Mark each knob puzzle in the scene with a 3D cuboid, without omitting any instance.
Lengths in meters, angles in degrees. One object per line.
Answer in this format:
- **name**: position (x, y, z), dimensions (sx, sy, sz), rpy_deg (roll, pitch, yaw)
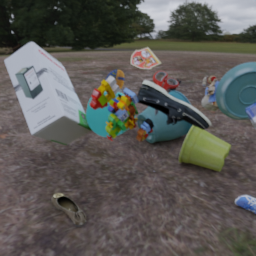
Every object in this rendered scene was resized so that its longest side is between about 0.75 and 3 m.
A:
- **knob puzzle**: position (0.754, -3.452, 14.054), dimensions (1.561, 0.216, 1.561), rpy_deg (3, 61, -5)

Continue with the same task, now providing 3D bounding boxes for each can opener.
- **can opener**: position (2.388, -2.151, 14.418), dimensions (0.338, 1.067, 0.419), rpy_deg (20, 59, -4)

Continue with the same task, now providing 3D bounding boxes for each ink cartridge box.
- **ink cartridge box**: position (-2.700, -1.095, 9.683), dimensions (1.254, 2.984, 2.178), rpy_deg (-30, -19, 9)

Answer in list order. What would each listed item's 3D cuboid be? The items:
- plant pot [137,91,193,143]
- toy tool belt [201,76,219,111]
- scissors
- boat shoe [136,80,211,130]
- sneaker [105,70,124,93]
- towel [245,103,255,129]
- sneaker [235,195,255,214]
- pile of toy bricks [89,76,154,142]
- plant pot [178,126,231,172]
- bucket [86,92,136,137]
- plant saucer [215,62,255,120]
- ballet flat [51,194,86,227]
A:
- **plant pot**: position (1.667, -0.367, 13.355), dimensions (2.115, 2.251, 2.251), rpy_deg (-24, 30, -20)
- **toy tool belt**: position (3.662, -1.523, 11.677), dimensions (0.983, 1.574, 0.968), rpy_deg (7, -10, -10)
- **scissors**: position (1.020, -1.264, 9.622), dimensions (0.965, 0.184, 2.639), rpy_deg (32, 43, 6)
- **boat shoe**: position (1.207, -0.467, 7.952), dimensions (2.283, 0.757, 0.853), rpy_deg (34, -7, 7)
- **sneaker**: position (-0.662, -1.453, 12.341), dimensions (0.827, 2.197, 0.968), rpy_deg (11, -14, 4)
- **towel**: position (4.996, -0.183, 9.390), dimensions (1.409, 1.918, 0.228), rpy_deg (-32, 9, 18)
- **sneaker**: position (3.884, 2.399, 8.627), dimensions (1.123, 0.425, 0.433), rpy_deg (8, 20, 22)
- **pile of toy bricks**: position (-0.214, -0.177, 7.788), dimensions (1.318, 2.376, 1.173), rpy_deg (37, 79, 28)
- **plant pot**: position (3.083, 0.893, 11.050), dimensions (1.588, 1.727, 1.727), rpy_deg (23, 30, 22)
- **bucket**: position (-0.625, -0.480, 9.879), dimensions (1.785, 1.785, 1.161), rpy_deg (1, 4, 3)
- **plant saucer**: position (4.549, -1.283, 10.612), dimensions (2.369, 2.369, 0.325), rpy_deg (1, 30, 2)
- **ballet flat**: position (-1.836, 2.412, 8.617), dimensions (0.590, 0.406, 1.750), rpy_deg (-16, 27, -35)
